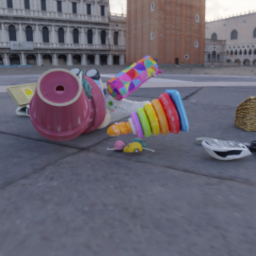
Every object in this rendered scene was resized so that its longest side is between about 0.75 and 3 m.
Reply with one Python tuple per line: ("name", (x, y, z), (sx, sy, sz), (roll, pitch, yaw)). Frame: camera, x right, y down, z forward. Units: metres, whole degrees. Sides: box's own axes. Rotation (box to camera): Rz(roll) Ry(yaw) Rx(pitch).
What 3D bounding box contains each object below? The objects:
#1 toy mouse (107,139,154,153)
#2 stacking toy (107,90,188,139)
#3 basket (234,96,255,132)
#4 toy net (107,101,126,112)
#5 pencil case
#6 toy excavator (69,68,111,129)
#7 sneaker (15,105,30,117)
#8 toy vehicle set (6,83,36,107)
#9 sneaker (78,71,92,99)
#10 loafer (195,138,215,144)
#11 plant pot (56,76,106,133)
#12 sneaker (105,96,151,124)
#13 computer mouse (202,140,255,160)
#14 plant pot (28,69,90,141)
("toy mouse", (0.055, 0.560, 9.584), (1.546, 0.299, 1.374), (-3, 8, -1))
("stacking toy", (0.550, -0.199, 9.217), (2.597, 1.425, 1.507), (-19, 11, -3))
("basket", (5.910, -0.762, 12.481), (2.082, 1.551, 1.486), (-2, 15, -5))
("toy net", (-0.502, -0.864, 11.938), (0.826, 0.434, 0.160), (17, 0, 19))
("pencil case", (0.244, -2.097, 11.769), (2.414, 1.067, 1.067), (-36, 29, -20))
("toy excavator", (-1.855, -1.282, 13.032), (2.841, 1.460, 2.922), (6, 52, 19))
("sneaker", (-4.465, -0.954, 14.680), (2.808, 1.073, 1.130), (-1, 23, 18))
("toy vehicle set", (-3.851, -1.292, 10.785), (0.180, 0.843, 1.356), (-41, -10, 35))
("sneaker", (-1.627, -1.552, 10.462), (0.548, 1.202, 0.466), (6, -24, -26))
("loafer", (2.882, 0.476, 10.216), (0.829, 0.290, 0.289), (6, 23, 23))
("plant pot", (-2.380, -0.749, 11.044), (2.337, 2.337, 2.092), (11, 24, 36))
("sneaker", (-0.121, -1.125, 12.635), (2.292, 1.325, 0.844), (-17, -5, 23))
("computer mouse", (3.372, 0.746, 8.882), (2.246, 0.493, 1.232), (4, 19, -9))
("plant pot", (-2.072, -0.796, 8.524), (1.940, 1.940, 1.736), (-4, -24, -14))
